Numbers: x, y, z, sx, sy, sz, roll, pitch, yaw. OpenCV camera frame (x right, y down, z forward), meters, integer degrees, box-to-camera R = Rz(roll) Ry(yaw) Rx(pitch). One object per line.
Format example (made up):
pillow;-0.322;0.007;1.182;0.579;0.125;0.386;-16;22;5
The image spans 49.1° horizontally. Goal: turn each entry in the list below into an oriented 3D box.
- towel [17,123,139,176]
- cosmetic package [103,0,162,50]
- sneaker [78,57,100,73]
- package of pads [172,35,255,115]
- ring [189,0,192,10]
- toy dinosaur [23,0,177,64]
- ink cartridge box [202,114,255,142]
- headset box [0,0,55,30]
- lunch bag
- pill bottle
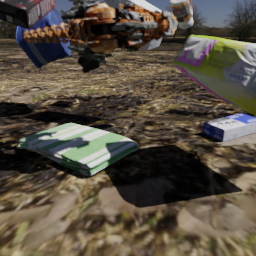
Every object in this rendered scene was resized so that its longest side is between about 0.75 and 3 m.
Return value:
towel;-1.289;0.433;7.266;2.646;0.309;2.018;13;23;34
cosmetic package;0.168;-3.455;8.759;2.078;1.054;0.740;39;41;17
sneaker;-1.321;-2.733;11.106;1.654;0.497;0.863;-24;-17;24
package of pads;2.192;-0.986;5.580;1.894;0.836;2.452;28;9;-30
ring;2.448;-5.226;11.513;0.089;0.924;0.924;-5;15;30
toy dinosaur;-0.521;-2.144;5.863;2.997;1.531;2.034;9;13;-27
ink cartridge box;3.148;-0.040;8.433;1.703;0.376;0.800;-11;24;-29
headset box;-2.556;-3.143;6.973;1.030;0.520;1.386;22;51;7
lunch bag;-3.091;-3.348;10.043;1.491;1.531;2.254;-20;45;7
pill bottle;1.515;-3.230;7.794;0.495;0.850;0.495;-17;48;20
